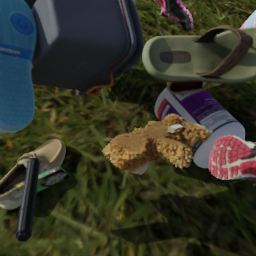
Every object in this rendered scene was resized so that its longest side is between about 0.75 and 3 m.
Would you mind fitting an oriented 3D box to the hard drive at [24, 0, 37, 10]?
[{"bbox_3d":[-2.303,-3.437,7.999,0.399,2.424,1.692,8,50,30],"label":"hard drive"}]

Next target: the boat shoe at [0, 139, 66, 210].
[{"bbox_3d":[-2.413,1.014,7.052,0.794,0.715,2.202,28,57,20],"label":"boat shoe"}]

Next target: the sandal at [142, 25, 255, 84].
[{"bbox_3d":[1.694,-1.421,5.339,2.840,0.810,1.128,-10,80,-13],"label":"sandal"}]

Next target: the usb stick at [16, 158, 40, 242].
[{"bbox_3d":[-1.613,1.124,4.550,0.223,0.379,1.367,8,47,-17],"label":"usb stick"}]

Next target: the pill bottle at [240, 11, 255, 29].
[{"bbox_3d":[3.576,-2.347,6.202,1.463,2.690,1.463,0,87,2],"label":"pill bottle"}]

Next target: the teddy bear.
[{"bbox_3d":[0.410,0.223,3.598,1.060,0.488,1.462,17,30,30],"label":"teddy bear"}]

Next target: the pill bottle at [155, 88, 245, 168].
[{"bbox_3d":[1.951,-0.005,7.366,1.485,1.485,2.642,-24,56,-18],"label":"pill bottle"}]

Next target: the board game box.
[{"bbox_3d":[-1.678,1.060,5.565,0.958,0.502,0.112,-24,61,1],"label":"board game box"}]

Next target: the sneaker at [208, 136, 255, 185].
[{"bbox_3d":[2.222,0.636,4.894,0.770,2.062,0.831,18,85,-25],"label":"sneaker"}]

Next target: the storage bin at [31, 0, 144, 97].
[{"bbox_3d":[-1.191,-1.627,5.863,1.724,2.567,1.868,-5,77,-39],"label":"storage bin"}]

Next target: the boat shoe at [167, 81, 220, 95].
[{"bbox_3d":[1.778,-1.168,6.546,1.835,0.679,0.609,-19,15,22],"label":"boat shoe"}]

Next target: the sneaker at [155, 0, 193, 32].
[{"bbox_3d":[0.947,-2.451,5.926,0.514,0.426,1.078,-37,102,-2],"label":"sneaker"}]

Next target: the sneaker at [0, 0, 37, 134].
[{"bbox_3d":[-2.462,-1.047,5.040,1.026,1.685,2.581,12,68,-43],"label":"sneaker"}]
